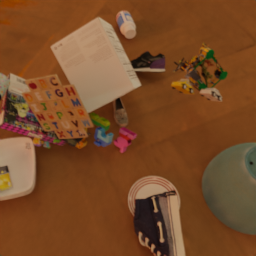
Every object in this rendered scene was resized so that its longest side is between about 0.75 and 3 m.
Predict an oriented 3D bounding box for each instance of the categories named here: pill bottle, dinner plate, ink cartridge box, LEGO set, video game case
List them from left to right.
[{"bbox_3d":[-4.195,1.664,8.920,0.829,0.195,0.820,-14,58,-24],"label":"ink cartridge box"},{"bbox_3d":[-3.159,-0.598,9.656,2.259,0.405,2.048,22,47,-39],"label":"video game case"},{"bbox_3d":[-1.217,0.237,9.695,2.720,1.116,1.038,28,30,23],"label":"LEGO set"},{"bbox_3d":[-0.075,-4.797,13.108,0.730,0.730,1.300,-12,58,-8],"label":"pill bottle"},{"bbox_3d":[0.798,2.276,8.717,1.606,0.195,1.606,-1,56,1],"label":"dinner plate"},{"bbox_3d":[2.328,-1.969,9.169,1.315,1.710,0.991,-50,42,15],"label":"LEGO set"}]

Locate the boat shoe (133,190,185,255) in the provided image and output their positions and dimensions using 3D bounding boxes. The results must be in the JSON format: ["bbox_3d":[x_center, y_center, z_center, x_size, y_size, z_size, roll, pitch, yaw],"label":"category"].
[{"bbox_3d":[0.852,3.179,7.658,1.305,1.051,2.815,-7,59,8],"label":"boat shoe"}]

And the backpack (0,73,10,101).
[{"bbox_3d":[-4.015,-1.214,8.465,0.626,0.825,0.989,-29,30,21],"label":"backpack"}]

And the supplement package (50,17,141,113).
[{"bbox_3d":[-0.970,-2.048,9.480,1.819,1.806,2.397,-26,97,14],"label":"supplement package"}]

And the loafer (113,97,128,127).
[{"bbox_3d":[-0.334,-0.673,10.532,0.493,0.431,1.371,-11,57,-7],"label":"loafer"}]

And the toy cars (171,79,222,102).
[{"bbox_3d":[2.211,-1.236,8.882,1.786,0.801,0.395,14,87,-4],"label":"toy cars"}]

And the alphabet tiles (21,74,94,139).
[{"bbox_3d":[-2.051,-0.521,8.158,1.817,2.184,0.069,-4,38,24],"label":"alphabet tiles"}]

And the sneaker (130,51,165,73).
[{"bbox_3d":[0.593,-2.728,11.474,1.875,0.821,0.710,4,16,12],"label":"sneaker"}]

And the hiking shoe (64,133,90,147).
[{"bbox_3d":[-1.996,-0.268,9.104,0.867,0.652,1.722,-36,102,-1],"label":"hiking shoe"}]

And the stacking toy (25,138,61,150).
[{"bbox_3d":[-2.852,0.552,9.325,0.969,0.731,0.228,8,67,-45],"label":"stacking toy"}]

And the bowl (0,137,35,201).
[{"bbox_3d":[-3.936,1.388,8.947,2.059,0.770,2.062,-10,57,-7],"label":"bowl"}]

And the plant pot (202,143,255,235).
[{"bbox_3d":[3.746,1.499,8.245,2.746,1.849,2.746,0,56,0],"label":"plant pot"}]
